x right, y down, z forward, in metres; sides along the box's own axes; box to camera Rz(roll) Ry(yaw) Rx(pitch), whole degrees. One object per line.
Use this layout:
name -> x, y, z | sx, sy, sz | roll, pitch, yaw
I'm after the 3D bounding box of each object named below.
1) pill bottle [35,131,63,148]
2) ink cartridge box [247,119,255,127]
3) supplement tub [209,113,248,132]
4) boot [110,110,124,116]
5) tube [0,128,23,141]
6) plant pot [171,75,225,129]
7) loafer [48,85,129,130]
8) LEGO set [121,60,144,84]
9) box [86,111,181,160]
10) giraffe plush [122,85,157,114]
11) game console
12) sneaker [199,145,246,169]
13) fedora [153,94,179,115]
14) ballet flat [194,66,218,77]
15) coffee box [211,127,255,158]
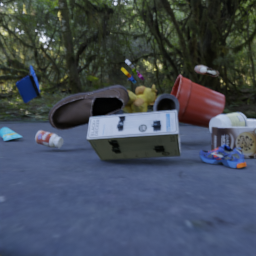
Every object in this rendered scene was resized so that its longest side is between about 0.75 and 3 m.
pill bottle -> -2.673, 0.408, 9.526 | 0.848, 0.475, 0.475 | 14, 7, 16
ink cartridge box -> 6.089, 0.032, 14.867 | 1.666, 0.962, 2.291 | 0, 3, -4
supplement tub -> 3.611, -0.085, 10.099 | 1.156, 0.838, 0.838 | -7, 6, -25
boot -> -0.800, -0.234, 13.391 | 0.608, 1.527, 1.852 | 40, 17, -26
tube -> -5.784, 0.384, 13.604 | 0.820, 0.534, 2.117 | -18, 17, -31
plant pot -> 2.665, -0.901, 11.189 | 1.899, 1.953, 1.953 | 17, 3, -1
loafer -> -1.358, -0.665, 9.364 | 2.890, 1.055, 1.026 | -22, 21, 3
LEGO set -> 0.056, -1.942, 9.717 | 0.472, 0.438, 1.149 | 50, 7, 31
box -> 0.194, 0.244, 7.285 | 2.241, 0.674, 1.307 | -5, -32, 12
giraffe plush -> 0.522, -1.075, 10.632 | 1.545, 1.253, 1.333 | 42, -21, -13
game console -> -3.771, -1.634, 10.527 | 0.630, 0.909, 1.064 | -13, -37, -9
sneaker -> 2.397, 0.677, 7.153 | 0.512, 0.533, 1.359 | -1, 3, -35
fedora -> 1.279, -0.646, 9.514 | 0.855, 0.966, 0.436 | 6, 0, 1
ballet flat -> 3.146, -2.260, 11.140 | 0.977, 0.333, 0.329 | 11, 11, -5
coffee box -> 3.346, 0.422, 8.314 | 1.624, 0.918, 0.648 | -1, 3, 0
